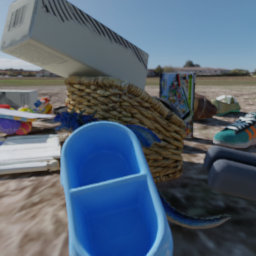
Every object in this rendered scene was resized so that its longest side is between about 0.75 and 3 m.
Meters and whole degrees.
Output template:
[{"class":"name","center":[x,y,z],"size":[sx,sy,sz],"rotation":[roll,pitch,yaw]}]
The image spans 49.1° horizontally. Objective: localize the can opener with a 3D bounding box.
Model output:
[{"class":"can opener","center":[1.920,0.487,2.902],"size":[2.148,0.718,0.573],"rotation":[14,27,-2]}]

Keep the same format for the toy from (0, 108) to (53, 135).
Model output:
[{"class":"toy","center":[-3.032,-0.179,7.410],"size":[1.572,0.645,2.731],"rotation":[8,5,-5]}]

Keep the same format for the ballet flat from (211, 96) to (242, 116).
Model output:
[{"class":"ballet flat","center":[4.075,-0.972,11.607],"size":[2.313,0.817,0.817],"rotation":[-10,14,-44]}]

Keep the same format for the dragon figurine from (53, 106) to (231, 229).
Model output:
[{"class":"dragon figurine","center":[-0.074,0.367,3.193],"size":[2.335,1.161,0.687],"rotation":[10,15,43]}]

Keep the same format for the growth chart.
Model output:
[{"class":"growth chart","center":[-2.111,0.441,5.415],"size":[1.836,0.225,2.537],"rotation":[-2,11,-9]}]

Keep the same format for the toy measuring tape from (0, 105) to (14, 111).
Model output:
[{"class":"toy measuring tape","center":[-4.290,-0.468,9.137],"size":[1.858,0.683,0.683],"rotation":[9,14,29]}]

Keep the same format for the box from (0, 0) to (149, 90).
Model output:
[{"class":"box","center":[-0.789,-1.336,4.977],"size":[1.031,0.858,2.509],"rotation":[1,-11,41]}]

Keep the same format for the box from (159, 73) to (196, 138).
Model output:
[{"class":"box","center":[1.227,-0.579,7.115],"size":[0.883,1.605,0.279],"rotation":[3,8,23]}]

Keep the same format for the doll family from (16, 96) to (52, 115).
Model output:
[{"class":"doll family","center":[-3.365,-0.617,10.312],"size":[1.600,0.721,0.993],"rotation":[-17,14,20]}]

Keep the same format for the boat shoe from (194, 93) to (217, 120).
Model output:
[{"class":"boat shoe","center":[2.228,-0.889,10.636],"size":[1.054,1.055,2.996],"rotation":[12,14,-17]}]

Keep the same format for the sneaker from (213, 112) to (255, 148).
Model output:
[{"class":"sneaker","center":[2.633,0.007,6.349],"size":[1.824,0.729,0.651],"rotation":[-6,12,-31]}]

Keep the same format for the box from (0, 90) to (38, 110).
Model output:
[{"class":"box","center":[-5.424,-1.316,13.165],"size":[2.211,0.909,0.756],"rotation":[1,11,10]}]

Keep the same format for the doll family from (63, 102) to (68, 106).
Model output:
[{"class":"doll family","center":[-2.065,-0.741,10.191],"size":[0.548,0.398,0.883],"rotation":[19,-33,-33]}]

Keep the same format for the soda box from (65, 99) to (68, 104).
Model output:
[{"class":"soda box","center":[-2.297,-0.934,11.993],"size":[0.586,0.554,1.732],"rotation":[-3,10,-19]}]

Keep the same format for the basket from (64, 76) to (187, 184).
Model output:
[{"class":"basket","center":[-0.032,-0.101,4.710],"size":[1.483,1.548,2.077],"rotation":[-6,11,-31]}]

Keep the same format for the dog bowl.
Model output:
[{"class":"dog bowl","center":[-0.145,0.531,2.271],"size":[0.808,0.359,1.449],"rotation":[-12,50,-8]}]

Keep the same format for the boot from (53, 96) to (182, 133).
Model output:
[{"class":"boot","center":[-0.220,-0.095,6.240],"size":[2.400,0.831,2.090],"rotation":[35,52,26]}]
